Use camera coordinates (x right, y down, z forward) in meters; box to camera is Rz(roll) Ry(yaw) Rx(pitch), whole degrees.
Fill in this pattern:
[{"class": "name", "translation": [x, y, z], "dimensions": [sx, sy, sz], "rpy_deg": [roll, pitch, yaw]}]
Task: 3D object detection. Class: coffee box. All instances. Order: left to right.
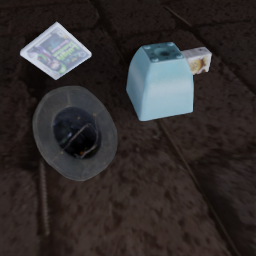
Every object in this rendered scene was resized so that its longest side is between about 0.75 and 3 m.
[{"class": "coffee box", "translation": [2.307, -2.435, 10.486], "dimensions": [1.413, 0.799, 0.564], "rpy_deg": [-15, 47, -14]}]

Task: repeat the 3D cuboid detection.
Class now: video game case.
[{"class": "video game case", "translation": [-1.856, -1.924, 7.252], "dimensions": [1.342, 1.220, 0.157], "rpy_deg": [-27, 51, 25]}]

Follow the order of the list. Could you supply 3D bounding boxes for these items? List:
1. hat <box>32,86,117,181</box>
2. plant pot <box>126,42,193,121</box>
[{"class": "hat", "translation": [-1.482, 0.146, 7.368], "dimensions": [0.986, 2.444, 2.444], "rpy_deg": [-8, 28, 50]}, {"class": "plant pot", "translation": [1.016, -1.610, 8.907], "dimensions": [1.817, 1.851, 1.812], "rpy_deg": [-11, 46, -10]}]
